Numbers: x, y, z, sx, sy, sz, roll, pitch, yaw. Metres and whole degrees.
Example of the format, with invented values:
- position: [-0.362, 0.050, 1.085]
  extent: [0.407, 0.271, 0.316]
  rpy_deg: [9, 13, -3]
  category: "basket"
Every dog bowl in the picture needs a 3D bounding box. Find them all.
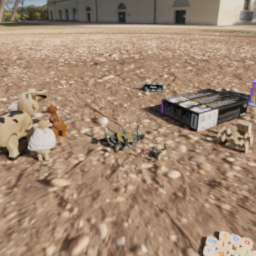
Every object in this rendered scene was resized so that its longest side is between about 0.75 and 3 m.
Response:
- position: [-3.998, -0.802, 10.202]
  extent: [0.802, 0.235, 0.802]
  rpy_deg: [-24, 25, 12]
  category: "dog bowl"

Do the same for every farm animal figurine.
- position: [-3.546, -0.237, 8.767]
  extent: [2.998, 1.563, 2.965]
  rpy_deg: [0, 25, 0]
  category: "farm animal figurine"

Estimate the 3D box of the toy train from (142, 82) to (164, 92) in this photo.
- position: [1.298, -2.068, 14.131]
  extent: [1.098, 0.468, 0.626]
  rpy_deg: [4, 13, 14]
  category: "toy train"

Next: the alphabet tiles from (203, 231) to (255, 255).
- position: [1.895, 2.305, 5.062]
  extent: [1.000, 0.073, 0.978]
  rpy_deg: [11, 28, 22]
  category: "alphabet tiles"

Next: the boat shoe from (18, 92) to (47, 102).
- position: [-4.232, -1.365, 12.555]
  extent: [1.271, 0.469, 0.470]
  rpy_deg: [-22, 38, -39]
  category: "boat shoe"

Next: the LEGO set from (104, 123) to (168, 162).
- position: [0.120, 0.512, 8.595]
  extent: [1.391, 0.607, 2.142]
  rpy_deg: [-23, 46, -36]
  category: "LEGO set"

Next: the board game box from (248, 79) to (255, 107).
- position: [5.816, -1.701, 12.518]
  extent: [0.360, 1.080, 1.606]
  rpy_deg: [16, 30, 30]
  category: "board game box"

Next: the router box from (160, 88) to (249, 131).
- position: [2.987, -0.811, 11.023]
  extent: [2.756, 0.704, 2.055]
  rpy_deg: [-15, 29, -30]
  category: "router box"

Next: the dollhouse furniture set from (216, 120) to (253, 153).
- position: [3.506, 0.336, 8.955]
  extent: [0.940, 0.666, 1.023]
  rpy_deg: [21, 53, 39]
  category: "dollhouse furniture set"
